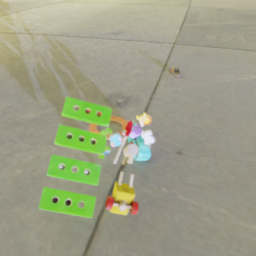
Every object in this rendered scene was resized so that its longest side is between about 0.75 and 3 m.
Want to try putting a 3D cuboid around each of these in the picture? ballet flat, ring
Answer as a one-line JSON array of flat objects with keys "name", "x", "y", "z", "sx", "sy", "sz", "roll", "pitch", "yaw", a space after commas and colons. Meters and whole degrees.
[{"name": "ballet flat", "x": 0.385, "y": 0.471, "z": 9.871, "sx": 0.697, "sy": 0.667, "sz": 1.982, "roll": 12, "pitch": 32, "yaw": -19}, {"name": "ring", "x": -0.723, "y": 0.010, "z": 10.886, "sx": 1.589, "sy": 0.153, "sz": 1.589, "roll": 0, "pitch": 33, "yaw": 0}]

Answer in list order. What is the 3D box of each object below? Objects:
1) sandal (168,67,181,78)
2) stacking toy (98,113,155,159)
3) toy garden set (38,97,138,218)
[{"name": "sandal", "x": 2.575, "y": -3.130, "z": 15.358, "sx": 0.510, "sy": 0.341, "sz": 1.248, "roll": -6, "pitch": 35, "yaw": -9}, {"name": "stacking toy", "x": -0.084, "y": 0.293, "z": 9.513, "sx": 2.005, "sy": 0.471, "sz": 1.512, "roll": -22, "pitch": 26, "yaw": 7}, {"name": "toy garden set", "x": -0.798, "y": 0.877, "z": 7.405, "sx": 2.404, "sy": 0.575, "sz": 2.884, "roll": 14, "pitch": 69, "yaw": -13}]
